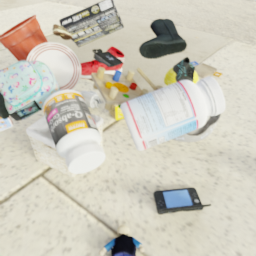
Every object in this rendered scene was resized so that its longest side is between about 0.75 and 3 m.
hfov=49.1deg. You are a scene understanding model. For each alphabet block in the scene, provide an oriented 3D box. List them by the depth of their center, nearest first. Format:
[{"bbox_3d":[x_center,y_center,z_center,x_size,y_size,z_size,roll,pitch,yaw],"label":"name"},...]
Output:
[{"bbox_3d":[-0.399,-0.919,12.632,0.768,0.772,0.786,-18,41,-20],"label":"alphabet block"}]

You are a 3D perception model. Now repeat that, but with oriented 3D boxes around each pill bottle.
[{"bbox_3d":[1.173,-0.438,7.478,2.523,1.372,1.372,-21,40,0],"label":"pill bottle"},{"bbox_3d":[-1.596,0.094,8.319,1.349,1.349,2.318,-16,58,-20],"label":"pill bottle"}]

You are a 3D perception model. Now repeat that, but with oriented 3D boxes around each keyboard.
[{"bbox_3d":[-0.730,-2.298,9.242,0.947,0.202,1.577,36,20,0],"label":"keyboard"}]

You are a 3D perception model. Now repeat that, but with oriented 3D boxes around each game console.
[{"bbox_3d":[1.598,2.166,8.581,1.451,0.844,1.276,-4,38,-6],"label":"game console"}]

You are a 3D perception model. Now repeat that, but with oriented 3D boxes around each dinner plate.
[{"bbox_3d":[-2.632,-2.069,9.937,1.890,1.890,0.229,-5,26,-7],"label":"dinner plate"}]

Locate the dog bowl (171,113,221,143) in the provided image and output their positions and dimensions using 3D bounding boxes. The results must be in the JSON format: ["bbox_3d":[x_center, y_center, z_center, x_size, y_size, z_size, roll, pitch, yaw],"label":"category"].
[{"bbox_3d":[2.400,-0.491,12.014,2.903,0.851,2.903,0,37,0],"label":"dog bowl"}]

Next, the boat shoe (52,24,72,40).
[{"bbox_3d":[-2.416,-3.574,10.383,0.398,0.398,1.076,-13,-2,17],"label":"boat shoe"}]

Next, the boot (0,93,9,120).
[{"bbox_3d":[-4.011,-0.691,8.525,0.767,0.912,0.348,11,34,43],"label":"boot"}]

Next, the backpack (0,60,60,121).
[{"bbox_3d":[-3.255,-1.334,9.145,1.849,1.392,1.641,-27,67,-14],"label":"backpack"}]

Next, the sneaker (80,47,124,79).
[{"bbox_3d":[-1.154,-2.711,11.165,2.172,1.255,0.851,-16,62,-25],"label":"sneaker"}]

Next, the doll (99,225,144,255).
[{"bbox_3d":[-0.174,3.347,7.390,1.201,0.427,1.761,-2,38,3],"label":"doll"}]

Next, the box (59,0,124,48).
[{"bbox_3d":[-1.491,-4.467,12.076,2.374,1.914,0.583,-21,80,9],"label":"box"}]

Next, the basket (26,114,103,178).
[{"bbox_3d":[-2.197,0.445,10.176,1.986,1.612,2.004,20,41,24],"label":"basket"}]

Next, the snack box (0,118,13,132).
[{"bbox_3d":[-4.650,-0.928,9.057,0.853,2.372,0.288,-24,28,-15],"label":"snack box"}]

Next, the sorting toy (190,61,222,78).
[{"bbox_3d":[4.282,-3.216,16.015,1.239,0.300,2.201,-29,46,-26],"label":"sorting toy"}]

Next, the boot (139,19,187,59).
[{"bbox_3d":[1.082,-3.353,10.403,1.861,0.711,1.564,-12,53,-13],"label":"boot"}]

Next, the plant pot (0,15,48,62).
[{"bbox_3d":[-4.308,-3.559,12.290,1.981,1.927,1.981,-21,33,15],"label":"plant pot"}]

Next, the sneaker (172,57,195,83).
[{"bbox_3d":[2.205,-2.088,10.754,0.702,0.738,1.863,26,34,-28],"label":"sneaker"}]

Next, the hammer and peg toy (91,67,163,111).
[{"bbox_3d":[-0.002,-1.211,8.740,2.083,0.735,1.532,-2,43,-31],"label":"hammer and peg toy"}]

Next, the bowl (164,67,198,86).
[{"bbox_3d":[2.401,-2.397,12.452,1.561,0.840,1.561,1,36,-1],"label":"bowl"}]

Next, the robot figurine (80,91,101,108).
[{"bbox_3d":[-1.882,-1.352,13.258,1.209,0.683,1.026,19,56,23],"label":"robot figurine"}]
